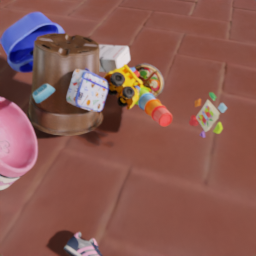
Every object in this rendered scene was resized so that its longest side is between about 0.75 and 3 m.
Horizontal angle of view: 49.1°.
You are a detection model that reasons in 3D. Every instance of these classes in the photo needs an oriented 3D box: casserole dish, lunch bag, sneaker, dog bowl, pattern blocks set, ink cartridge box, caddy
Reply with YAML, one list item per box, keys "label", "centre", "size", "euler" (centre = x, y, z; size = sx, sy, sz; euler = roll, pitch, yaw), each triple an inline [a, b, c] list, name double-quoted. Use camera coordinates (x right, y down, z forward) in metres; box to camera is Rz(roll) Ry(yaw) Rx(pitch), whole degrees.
- label: "casserole dish"
  centre: [-2.217, -0.918, 7.245]
  size: [0.574, 0.184, 0.948]
  euler: [-40, 27, -8]
- label: "lunch bag"
  centre: [-1.200, -1.141, 8.536]
  size: [0.549, 1.453, 1.165]
  euler: [19, 91, 28]
- label: "sneaker"
  centre: [-0.851, 3.093, 6.915]
  size: [1.482, 0.520, 0.608]
  euler: [22, 53, 19]
- label: "dog bowl"
  centre: [-3.679, 0.339, 7.957]
  size: [1.009, 2.736, 2.736]
  euler: [-22, 45, 13]
- label: "pattern blocks set"
  centre: [2.119, -0.310, 7.540]
  size: [0.105, 1.297, 1.140]
  euler: [-12, 45, -27]
- label: "ink cartridge box"
  centre: [-0.904, -2.967, 11.984]
  size: [1.646, 0.694, 1.202]
  euler: [12, 47, 25]
- label: "caddy"
  centre: [-3.597, -3.188, 10.789]
  size: [2.427, 1.716, 1.274]
  euler: [-38, 65, -4]

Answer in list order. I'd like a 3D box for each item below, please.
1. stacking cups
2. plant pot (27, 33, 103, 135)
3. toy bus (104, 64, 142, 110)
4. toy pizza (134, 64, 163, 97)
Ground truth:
- label: "stacking cups"
  centre: [0.728, -0.873, 9.797]
  size: [0.741, 0.741, 2.449]
  euler: [-17, 32, -16]
- label: "plant pot"
  centre: [-2.083, -1.612, 9.591]
  size: [2.728, 2.701, 2.728]
  euler: [8, 33, -5]
- label: "toy bus"
  centre: [0.014, -1.447, 9.320]
  size: [1.251, 0.884, 1.303]
  euler: [-39, 85, -26]
- label: "toy pizza"
  centre: [0.676, -1.799, 11.016]
  size: [1.459, 1.459, 0.231]
  euler: [17, 39, 16]
